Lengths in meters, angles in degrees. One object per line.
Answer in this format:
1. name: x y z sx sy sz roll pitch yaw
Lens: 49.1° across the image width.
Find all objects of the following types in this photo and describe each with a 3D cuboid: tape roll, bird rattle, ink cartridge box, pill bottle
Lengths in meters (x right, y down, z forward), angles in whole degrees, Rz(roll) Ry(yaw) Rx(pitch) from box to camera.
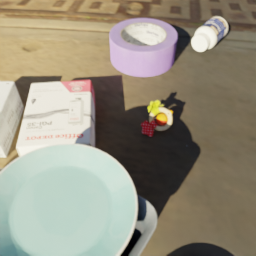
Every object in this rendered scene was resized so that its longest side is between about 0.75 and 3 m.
1. tape roll: 0.623 -3.478 11.944 2.818 1.197 2.818 0 46 0
2. bird rattle: 0.929 -0.267 8.989 0.957 0.662 1.174 13 88 18
3. ink cartridge box: -2.098 -0.148 8.809 2.073 1.171 2.830 -4 47 -4
4. pill bottle: 3.675 -4.225 12.749 1.041 1.041 1.875 29 54 25

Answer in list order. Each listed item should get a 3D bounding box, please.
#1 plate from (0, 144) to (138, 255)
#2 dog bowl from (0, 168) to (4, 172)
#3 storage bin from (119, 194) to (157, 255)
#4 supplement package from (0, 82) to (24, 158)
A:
1. plate: -1.216 1.444 5.168 2.785 0.356 2.785 3 47 -3
2. dog bowl: -3.296 1.897 7.146 2.163 0.634 2.163 0 52 1
3. storage bin: -1.096 2.292 5.943 2.991 2.009 2.177 25 52 23
4. supplement package: -4.605 -0.309 8.912 1.751 1.247 2.248 0 46 -1
